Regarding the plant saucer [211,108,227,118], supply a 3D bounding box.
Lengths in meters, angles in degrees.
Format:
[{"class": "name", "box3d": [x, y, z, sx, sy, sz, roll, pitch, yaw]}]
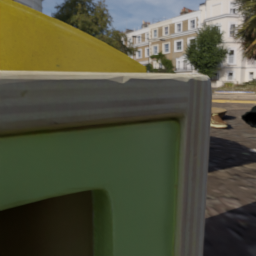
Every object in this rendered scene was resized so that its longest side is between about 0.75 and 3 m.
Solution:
[{"class": "plant saucer", "box3d": [3.200, -0.703, 13.439, 2.908, 0.428, 2.908, 0, 10, 0]}]

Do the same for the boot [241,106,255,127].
[{"class": "boot", "box3d": [5.221, -0.452, 10.980, 1.804, 0.814, 2.201, -7, 13, -25]}]

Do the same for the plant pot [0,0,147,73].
[{"class": "plant pot", "box3d": [-1.187, -0.366, 5.162, 2.552, 2.893, 2.893, 12, 8, -7]}]

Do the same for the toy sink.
[{"class": "toy sink", "box3d": [-1.088, 0.643, 1.273, 2.774, 1.808, 1.554, -5, 11, -33]}]

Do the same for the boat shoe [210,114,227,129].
[{"class": "boat shoe", "box3d": [3.320, -0.295, 10.705, 0.498, 0.499, 1.348, -1, 9, -16]}]
